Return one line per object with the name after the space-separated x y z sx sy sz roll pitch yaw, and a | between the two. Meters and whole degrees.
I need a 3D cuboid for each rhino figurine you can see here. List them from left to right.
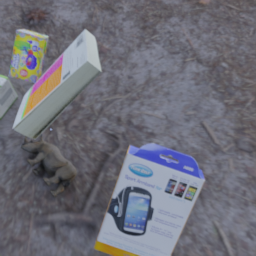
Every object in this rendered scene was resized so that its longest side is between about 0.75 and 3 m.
-2.258 0.884 7.759 0.916 0.626 2.095 -33 61 -29 | rhino figurine

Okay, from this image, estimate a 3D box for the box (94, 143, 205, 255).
0.363 1.326 4.863 1.331 2.235 0.464 20 15 1 | box

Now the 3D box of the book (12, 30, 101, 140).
-1.385 -0.880 5.454 1.999 0.480 1.336 -39 38 23 | book

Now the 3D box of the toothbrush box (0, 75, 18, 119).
-5.015 -0.994 8.736 2.329 1.003 1.696 18 60 10 | toothbrush box

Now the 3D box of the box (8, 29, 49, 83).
-2.513 -1.845 7.135 0.686 1.125 1.083 13 18 -15 | box
